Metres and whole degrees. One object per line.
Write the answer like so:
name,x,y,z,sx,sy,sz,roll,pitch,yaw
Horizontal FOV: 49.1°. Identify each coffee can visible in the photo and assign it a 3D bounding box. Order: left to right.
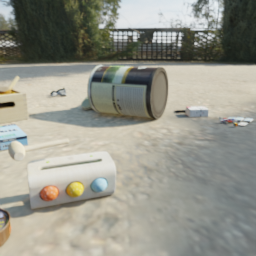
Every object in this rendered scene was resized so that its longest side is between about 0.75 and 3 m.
coffee can,0.021,-1.475,11.273,2.723,1.993,1.993,7,18,25

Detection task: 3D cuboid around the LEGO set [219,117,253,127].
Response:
LEGO set,3.997,-0.311,10.432,0.914,0.300,1.223,9,20,40

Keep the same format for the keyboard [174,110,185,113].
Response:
keyboard,2.517,-0.712,12.082,0.929,0.096,0.590,-5,11,-14

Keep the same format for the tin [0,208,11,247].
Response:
tin,-2.547,1.604,3.985,1.652,0.346,0.925,-9,15,-27

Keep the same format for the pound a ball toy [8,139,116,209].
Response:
pound a ball toy,-1.154,0.808,5.090,1.813,1.182,0.770,-6,27,-20

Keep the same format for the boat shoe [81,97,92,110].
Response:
boat shoe,-1.206,-1.339,13.133,0.881,0.735,2.360,20,40,34

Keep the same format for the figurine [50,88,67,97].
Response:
figurine,-3.965,-1.952,15.853,0.894,0.395,0.917,-13,20,-13

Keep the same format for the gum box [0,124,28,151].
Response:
gum box,-3.842,0.289,8.296,1.311,0.344,1.543,-11,20,-33

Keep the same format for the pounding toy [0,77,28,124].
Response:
pounding toy,-4.945,-1.142,11.088,2.079,1.478,1.914,-14,22,-40

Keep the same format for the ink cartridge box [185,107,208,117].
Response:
ink cartridge box,2.823,-0.665,11.501,0.790,0.327,0.579,-2,17,-7
